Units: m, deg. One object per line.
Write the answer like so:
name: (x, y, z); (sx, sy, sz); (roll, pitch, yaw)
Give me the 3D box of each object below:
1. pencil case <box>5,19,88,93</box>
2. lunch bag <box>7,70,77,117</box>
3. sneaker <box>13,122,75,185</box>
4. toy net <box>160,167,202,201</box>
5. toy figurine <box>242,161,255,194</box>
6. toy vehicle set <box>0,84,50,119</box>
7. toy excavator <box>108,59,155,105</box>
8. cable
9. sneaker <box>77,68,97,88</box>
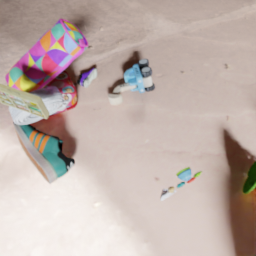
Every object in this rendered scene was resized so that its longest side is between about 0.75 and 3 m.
pencil case: (-2.526, -2.020, 8.691); (2.830, 1.251, 1.251); (-39, 42, 22)
lunch bag: (-3.715, -1.545, 12.001); (2.730, 1.119, 2.405); (-17, 48, -16)
sneaker: (-3.012, 0.649, 9.964); (1.184, 1.058, 2.964); (-29, 59, -29)
toy net: (1.163, 1.324, 6.626); (0.650, 1.240, 0.239); (-5, 56, -43)
toy figurine: (4.630, 1.869, 8.923); (1.453, 1.185, 1.579); (31, 27, 10)
toy vehicle set: (-2.451, -0.619, 6.351); (1.235, 0.767, 0.164); (19, 67, 9)
toy excavator: (0.105, -1.963, 12.648); (2.150, 1.074, 2.091); (-15, 44, 3)
cable: (-2.735, -0.673, 8.418); (1.625, 1.625, 0.562); (-29, 86, 4)
sneaker: (-1.999, -2.476, 13.392); (0.675, 0.472, 1.357); (16, 48, 16)
